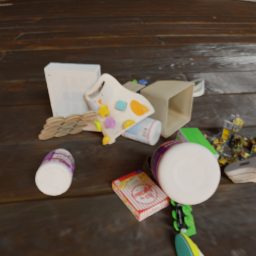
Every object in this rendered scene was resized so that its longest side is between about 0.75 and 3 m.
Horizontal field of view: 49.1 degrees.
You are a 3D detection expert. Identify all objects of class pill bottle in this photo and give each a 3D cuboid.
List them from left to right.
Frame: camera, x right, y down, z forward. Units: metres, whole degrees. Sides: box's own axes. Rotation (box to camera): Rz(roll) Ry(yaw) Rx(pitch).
[{"bbox_3d":[-2.132,1.232,8.445,0.972,0.972,1.731,-4,14,-6],"label":"pill bottle"},{"bbox_3d":[0.301,-0.012,10.635,1.737,0.945,0.945,17,37,23],"label":"pill bottle"},{"bbox_3d":[1.253,0.971,6.830,1.299,1.299,2.309,-1,-1,-1],"label":"pill bottle"}]

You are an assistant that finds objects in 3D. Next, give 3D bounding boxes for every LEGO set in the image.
[{"bbox_3d":[3.804,0.388,9.781,2.089,1.210,1.606,-25,41,-33],"label":"LEGO set"}]

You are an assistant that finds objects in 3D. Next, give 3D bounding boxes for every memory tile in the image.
[{"bbox_3d":[-2.166,-0.084,9.881,1.753,2.287,0.192,-12,78,-29],"label":"memory tile"}]

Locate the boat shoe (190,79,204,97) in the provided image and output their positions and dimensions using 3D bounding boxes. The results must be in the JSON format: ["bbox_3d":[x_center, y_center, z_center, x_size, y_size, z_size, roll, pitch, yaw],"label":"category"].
[{"bbox_3d":[2.680,-1.830,13.558,2.333,0.748,0.860,-13,36,-19],"label":"boat shoe"}]

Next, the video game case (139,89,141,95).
[{"bbox_3d":[1.106,-1.265,12.961,1.126,0.150,1.577,14,31,-13],"label":"video game case"}]

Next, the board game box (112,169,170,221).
[{"bbox_3d":[0.348,1.920,8.203,1.067,0.326,1.408,-20,41,-29],"label":"board game box"}]

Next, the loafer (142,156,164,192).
[{"bbox_3d":[0.908,1.429,8.821,0.548,0.533,1.501,-18,38,-25],"label":"loafer"}]

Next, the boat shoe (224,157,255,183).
[{"bbox_3d":[3.701,1.278,8.135,0.678,0.619,1.883,-43,9,-39],"label":"boat shoe"}]

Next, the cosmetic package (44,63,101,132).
[{"bbox_3d":[-1.993,-1.140,10.803,1.942,2.576,0.665,4,34,7],"label":"cosmetic package"}]

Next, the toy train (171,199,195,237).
[{"bbox_3d":[1.462,1.991,7.746,0.447,0.604,2.141,-32,29,22],"label":"toy train"}]

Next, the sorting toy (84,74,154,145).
[{"bbox_3d":[-0.643,-0.687,9.663,2.012,2.235,1.194,56,36,5],"label":"sorting toy"}]

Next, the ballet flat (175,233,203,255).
[{"bbox_3d":[1.564,3.158,6.323,0.547,0.545,1.632,11,31,-23],"label":"ballet flat"}]

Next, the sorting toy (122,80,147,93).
[{"bbox_3d":[0.166,-2.014,14.306,1.084,0.262,1.925,18,37,32],"label":"sorting toy"}]

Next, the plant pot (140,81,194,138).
[{"bbox_3d":[1.441,-0.951,11.284,1.568,1.771,1.769,27,43,35],"label":"plant pot"}]

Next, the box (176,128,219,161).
[{"bbox_3d":[2.007,0.935,8.832,0.711,1.297,1.470,-1,32,-16],"label":"box"}]
